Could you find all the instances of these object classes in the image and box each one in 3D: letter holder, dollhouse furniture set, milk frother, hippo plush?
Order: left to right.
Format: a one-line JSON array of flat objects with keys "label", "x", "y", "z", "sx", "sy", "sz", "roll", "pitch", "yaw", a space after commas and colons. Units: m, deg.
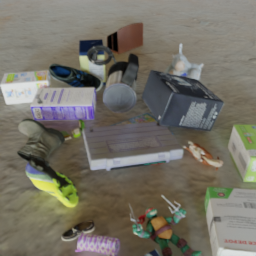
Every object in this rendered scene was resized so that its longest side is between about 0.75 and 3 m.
[{"label": "dollhouse furniture set", "x": -2.138, "y": 0.079, "z": 10.355, "sx": 1.088, "sy": 0.420, "sz": 0.544, "roll": -22, "pitch": 41, "yaw": -27}, {"label": "milk frother", "x": -0.735, "y": -2.160, "z": 11.885, "sx": 2.349, "sy": 2.120, "sz": 2.210, "roll": 7, "pitch": 36, "yaw": -3}, {"label": "letter holder", "x": -0.181, "y": -5.741, "z": 17.431, "sx": 2.202, "sy": 1.565, "sz": 1.107, "roll": -30, "pitch": 46, "yaw": -35}, {"label": "hippo plush", "x": 2.767, "y": -2.794, "z": 13.888, "sx": 1.522, "sy": 1.508, "sz": 1.893, "roll": 26, "pitch": 45, "yaw": -13}]

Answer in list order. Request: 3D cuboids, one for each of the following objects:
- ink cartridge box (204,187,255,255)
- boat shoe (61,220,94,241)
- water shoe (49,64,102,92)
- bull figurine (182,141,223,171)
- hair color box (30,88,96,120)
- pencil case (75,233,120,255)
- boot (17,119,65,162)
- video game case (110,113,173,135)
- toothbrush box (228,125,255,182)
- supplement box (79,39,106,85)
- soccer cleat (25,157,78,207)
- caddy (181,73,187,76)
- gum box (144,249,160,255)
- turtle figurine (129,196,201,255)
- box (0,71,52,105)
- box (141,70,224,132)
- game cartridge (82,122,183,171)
[{"label": "ink cartridge box", "x": 2.667, "y": 2.394, "z": 6.850, "sx": 1.323, "sy": 0.762, "sz": 1.812, "roll": 4, "pitch": 36, "yaw": 5}, {"label": "boat shoe", "x": -1.261, "y": 2.564, "z": 7.053, "sx": 0.853, "sy": 0.257, "sz": 0.315, "roll": -13, "pitch": 38, "yaw": -17}, {"label": "water shoe", "x": -2.375, "y": -2.218, "z": 12.634, "sx": 2.462, "sy": 0.880, "sz": 0.972, "roll": 15, "pitch": 0, "yaw": -6}, {"label": "bull figurine", "x": 2.397, "y": 0.877, "z": 9.093, "sx": 0.843, "sy": 0.452, "sz": 1.388, "roll": 26, "pitch": 7, "yaw": -40}, {"label": "hair color box", "x": -2.585, "y": -0.994, "z": 11.484, "sx": 2.429, "sy": 0.787, "sz": 1.327, "roll": 1, "pitch": 40, "yaw": -1}, {"label": "pencil case", "x": -0.692, "y": 2.773, "z": 6.597, "sx": 1.035, "sy": 0.435, "sz": 0.443, "roll": 4, "pitch": 61, "yaw": 15}, {"label": "boot", "x": -3.356, "y": 0.454, "z": 9.667, "sx": 2.093, "sy": 0.709, "sz": 1.367, "roll": 17, "pitch": 45, "yaw": 25}, {"label": "video game case", "x": 0.209, "y": 0.222, "z": 10.336, "sx": 2.364, "sy": 0.210, "sz": 1.692, "roll": -20, "pitch": 40, "yaw": -25}, {"label": "toothbrush box", "x": 4.647, "y": 0.773, "z": 8.874, "sx": 2.365, "sy": 1.018, "sz": 1.722, "roll": -1, "pitch": 35, "yaw": 0}, {"label": "supplement box", "x": -1.746, "y": -3.204, "z": 13.765, "sx": 1.163, "sy": 1.731, "sz": 1.733, "roll": -4, "pitch": 36, "yaw": -6}, {"label": "soccer cleat", "x": -2.198, "y": 1.637, "z": 8.075, "sx": 1.925, "sy": 0.805, "sz": 0.622, "roll": 38, "pitch": 31, "yaw": 15}, {"label": "caddy", "x": 2.863, "y": -3.052, "z": 14.675, "sx": 0.877, "sy": 0.460, "sz": 0.620, "roll": 11, "pitch": 60, "yaw": 14}, {"label": "gum box", "x": 0.045, "y": 3.769, "z": 5.125, "sx": 2.486, "sy": 0.554, "sz": 2.112, "roll": -18, "pitch": 40, "yaw": -23}, {"label": "turtle figurine", "x": 0.844, "y": 2.426, "z": 6.723, "sx": 1.339, "sy": 0.901, "sz": 1.789, "roll": -28, "pitch": 58, "yaw": -14}, {"label": "box", "x": -4.450, "y": -1.817, "z": 12.475, "sx": 1.963, "sy": 0.995, "sz": 1.104, "roll": -6, "pitch": 37, "yaw": -8}, {"label": "box", "x": 1.975, "y": -1.049, "z": 10.614, "sx": 2.223, "sy": 1.305, "sz": 2.186, "roll": 6, "pitch": 29, "yaw": -22}, {"label": "game cartridge", "x": 0.095, "y": 0.536, "z": 9.153, "sx": 2.935, "sy": 0.563, "sz": 1.903, "roll": -5, "pitch": 37, "yaw": -14}]
